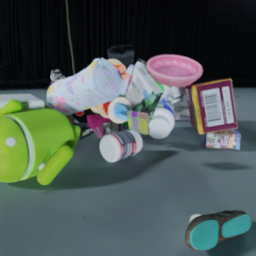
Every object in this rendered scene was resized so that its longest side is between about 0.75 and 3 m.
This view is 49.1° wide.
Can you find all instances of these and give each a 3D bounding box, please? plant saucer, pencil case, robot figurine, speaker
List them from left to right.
[{"bbox_3d":[-2.557,0.404,7.250,2.505,1.652,2.856,40,28,21],"label":"robot figurine"},{"bbox_3d":[-1.565,-1.274,9.447,2.964,1.344,1.232,-14,20,45],"label":"pencil case"},{"bbox_3d":[-0.075,-1.689,11.129,0.744,1.640,0.682,35,21,-12],"label":"pencil case"},{"bbox_3d":[0.635,-1.134,11.003,1.063,2.404,1.063,39,18,-15],"label":"speaker"},{"bbox_3d":[1.711,-1.843,11.759,0.990,1.487,1.754,-17,59,-17],"label":"robot figurine"},{"bbox_3d":[1.544,-1.913,9.500,1.862,0.472,1.862,3,37,-2],"label":"plant saucer"}]

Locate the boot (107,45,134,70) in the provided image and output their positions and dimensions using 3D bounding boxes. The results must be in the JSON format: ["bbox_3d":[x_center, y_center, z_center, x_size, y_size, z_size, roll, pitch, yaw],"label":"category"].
[{"bbox_3d":[-0.715,-2.571,13.001,2.057,0.819,2.495,-22,-27,-14],"label":"boot"}]

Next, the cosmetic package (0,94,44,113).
[{"bbox_3d":[-3.834,-0.082,9.113,1.821,1.823,2.209,-6,14,-27],"label":"cosmetic package"}]

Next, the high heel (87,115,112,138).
[{"bbox_3d":[-1.055,-0.473,10.679,0.660,0.942,1.959,-21,23,13],"label":"high heel"}]

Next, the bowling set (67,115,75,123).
[{"bbox_3d":[-3.600,-0.639,13.435,1.971,1.058,1.372,-3,12,-25],"label":"bowling set"}]

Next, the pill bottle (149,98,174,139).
[{"bbox_3d":[1.320,-0.419,11.719,1.214,1.214,2.166,1,26,6],"label":"pill bottle"}]

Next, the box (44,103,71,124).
[{"bbox_3d":[-2.902,-0.621,10.909,1.347,0.143,1.101,41,-7,-36],"label":"box"}]

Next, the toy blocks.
[{"bbox_3d":[-0.431,-1.282,9.606,0.911,2.092,2.510,1,13,-30],"label":"toy blocks"}]

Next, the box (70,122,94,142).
[{"bbox_3d":[-2.626,0.119,11.366,2.018,0.495,1.626,4,11,19],"label":"box"}]

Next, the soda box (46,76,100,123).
[{"bbox_3d":[-2.413,-1.154,12.598,0.884,2.497,0.791,-42,7,18],"label":"soda box"}]

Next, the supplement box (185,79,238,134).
[{"bbox_3d":[2.890,-0.819,10.065,1.292,1.639,2.504,-11,8,7],"label":"supplement box"}]

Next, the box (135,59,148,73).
[{"bbox_3d":[0.423,-2.253,12.141,0.593,1.442,0.354,25,-16,12],"label":"box"}]

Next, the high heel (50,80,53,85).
[{"bbox_3d":[-3.341,-1.906,13.646,1.017,0.488,0.342,30,54,-3],"label":"high heel"}]

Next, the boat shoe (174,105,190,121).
[{"bbox_3d":[3.807,-0.890,15.023,2.730,0.897,0.982,1,13,3],"label":"boat shoe"}]

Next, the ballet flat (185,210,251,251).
[{"bbox_3d":[1.354,1.630,4.566,1.521,0.517,0.520,4,-1,-34],"label":"ballet flat"}]

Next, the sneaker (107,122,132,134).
[{"bbox_3d":[0.090,-0.168,12.028,1.286,0.818,2.256,10,16,26],"label":"sneaker"}]

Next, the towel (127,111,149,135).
[{"bbox_3d":[0.264,-0.143,7.183,0.090,0.565,0.786,-18,18,-35],"label":"towel"}]

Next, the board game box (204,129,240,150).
[{"bbox_3d":[3.350,0.367,10.066,1.136,0.550,0.906,3,13,12],"label":"board game box"}]

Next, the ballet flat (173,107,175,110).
[{"bbox_3d":[2.956,-0.918,15.985,1.723,0.598,0.598,10,16,38],"label":"ballet flat"}]

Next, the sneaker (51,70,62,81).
[{"bbox_3d":[-3.047,-2.245,12.811,1.184,0.444,0.684,28,-27,3],"label":"sneaker"}]

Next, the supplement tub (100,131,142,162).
[{"bbox_3d":[-0.207,0.535,8.627,0.828,0.828,1.181,11,17,41],"label":"supplement tub"}]

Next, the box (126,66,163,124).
[{"bbox_3d":[0.438,-0.943,9.382,0.336,1.847,1.333,-16,57,-26],"label":"box"}]
